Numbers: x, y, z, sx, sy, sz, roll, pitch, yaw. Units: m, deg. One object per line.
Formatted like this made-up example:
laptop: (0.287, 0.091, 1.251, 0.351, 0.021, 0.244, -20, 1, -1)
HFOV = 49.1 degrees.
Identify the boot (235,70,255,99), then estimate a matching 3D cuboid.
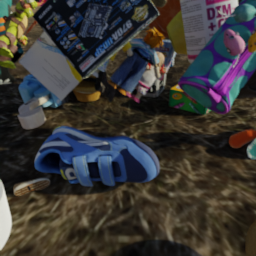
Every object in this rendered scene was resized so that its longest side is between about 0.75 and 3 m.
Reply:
boot: (3.473, -1.253, 6.021, 2.560, 0.886, 2.229, -7, -11, -13)

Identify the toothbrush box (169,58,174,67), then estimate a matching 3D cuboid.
toothbrush box: (2.132, -3.754, 15.961, 0.877, 0.374, 0.642, 5, 27, 9)

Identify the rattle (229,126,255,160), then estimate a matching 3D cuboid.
rattle: (4.351, -0.260, 7.372, 2.840, 2.029, 1.849, 5, 47, -4)

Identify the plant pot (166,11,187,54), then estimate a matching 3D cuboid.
plant pot: (1.975, -3.097, 9.124, 1.232, 1.736, 1.736, -21, 25, 11)

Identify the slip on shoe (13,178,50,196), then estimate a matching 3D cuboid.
slip on shoe: (-2.118, 1.248, 6.138, 0.763, 0.290, 0.231, -19, 38, -19)

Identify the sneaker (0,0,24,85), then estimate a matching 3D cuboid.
sneaker: (-3.594, -2.553, 8.141, 1.148, 2.874, 1.026, 10, -16, -21)

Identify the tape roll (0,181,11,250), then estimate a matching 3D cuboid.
tape roll: (-3.249, 1.638, 4.742, 2.325, 0.813, 2.325, 0, 26, 0)

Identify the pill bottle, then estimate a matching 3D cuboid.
pill bottle: (2.139, -3.072, 7.391, 1.428, 2.519, 1.428, -12, 19, 4)

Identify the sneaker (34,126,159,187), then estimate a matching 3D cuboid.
sneaker: (-0.765, 0.798, 6.245, 2.947, 1.090, 1.212, 7, 32, 25)

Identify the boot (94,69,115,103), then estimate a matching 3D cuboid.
boot: (-0.559, -1.128, 7.283, 0.272, 0.785, 0.683, 1, -17, 35)

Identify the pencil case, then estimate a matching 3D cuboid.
pencil case: (2.114, -1.526, 5.234, 1.108, 2.604, 1.203, 38, -2, -13)

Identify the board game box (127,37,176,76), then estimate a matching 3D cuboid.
board game box: (0.875, -2.590, 9.970, 1.844, 0.569, 1.843, 6, 44, 3)

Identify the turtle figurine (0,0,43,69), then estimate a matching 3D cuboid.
turtle figurine: (-2.520, -2.271, 6.295, 0.654, 1.639, 2.032, 23, -24, -21)

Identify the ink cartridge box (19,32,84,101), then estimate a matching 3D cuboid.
ink cartridge box: (-1.677, -2.292, 8.273, 2.247, 1.625, 1.654, -40, 17, 21)

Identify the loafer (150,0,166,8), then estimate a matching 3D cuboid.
loafer: (0.641, -3.938, 8.435, 1.094, 0.414, 0.374, 6, 48, -33)

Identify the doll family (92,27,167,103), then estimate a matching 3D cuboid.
doll family: (-0.033, -1.682, 6.372, 2.588, 1.606, 1.166, 31, 10, -22)

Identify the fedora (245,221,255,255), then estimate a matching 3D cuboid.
fedora: (2.542, 2.110, 3.797, 2.038, 0.831, 2.038, 1, 32, 0)

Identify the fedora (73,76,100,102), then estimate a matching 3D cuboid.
fedora: (-1.665, -1.507, 11.083, 1.835, 0.748, 1.835, 2, 29, -1)

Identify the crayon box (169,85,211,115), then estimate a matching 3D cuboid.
crayon box: (2.781, -1.353, 10.801, 1.450, 0.711, 2.442, 18, 32, 31)

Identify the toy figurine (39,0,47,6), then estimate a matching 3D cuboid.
toy figurine: (-2.250, -4.511, 9.898, 1.863, 1.519, 2.024, 30, 58, 31)

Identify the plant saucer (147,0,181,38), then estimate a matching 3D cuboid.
plant saucer: (1.709, -4.238, 10.532, 2.575, 2.575, 0.416, 20, 59, 34)

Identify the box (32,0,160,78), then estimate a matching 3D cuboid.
box: (-0.388, -1.351, 3.362, 1.217, 0.967, 0.280, -38, 8, 17)

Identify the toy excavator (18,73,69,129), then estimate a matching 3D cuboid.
toy excavator: (-3.197, -0.999, 9.818, 2.525, 1.297, 2.597, 16, 44, 33)

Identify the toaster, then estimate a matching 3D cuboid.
toaster: (0.990, -2.126, 11.657, 0.908, 1.383, 1.530, 13, 30, 18)

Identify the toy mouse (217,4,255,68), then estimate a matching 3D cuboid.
toy mouse: (1.848, -1.584, 4.489, 1.021, 1.148, 0.222, 32, 0, -23)
